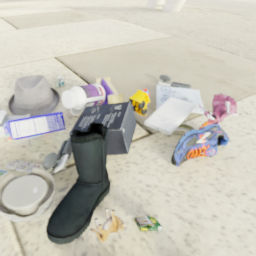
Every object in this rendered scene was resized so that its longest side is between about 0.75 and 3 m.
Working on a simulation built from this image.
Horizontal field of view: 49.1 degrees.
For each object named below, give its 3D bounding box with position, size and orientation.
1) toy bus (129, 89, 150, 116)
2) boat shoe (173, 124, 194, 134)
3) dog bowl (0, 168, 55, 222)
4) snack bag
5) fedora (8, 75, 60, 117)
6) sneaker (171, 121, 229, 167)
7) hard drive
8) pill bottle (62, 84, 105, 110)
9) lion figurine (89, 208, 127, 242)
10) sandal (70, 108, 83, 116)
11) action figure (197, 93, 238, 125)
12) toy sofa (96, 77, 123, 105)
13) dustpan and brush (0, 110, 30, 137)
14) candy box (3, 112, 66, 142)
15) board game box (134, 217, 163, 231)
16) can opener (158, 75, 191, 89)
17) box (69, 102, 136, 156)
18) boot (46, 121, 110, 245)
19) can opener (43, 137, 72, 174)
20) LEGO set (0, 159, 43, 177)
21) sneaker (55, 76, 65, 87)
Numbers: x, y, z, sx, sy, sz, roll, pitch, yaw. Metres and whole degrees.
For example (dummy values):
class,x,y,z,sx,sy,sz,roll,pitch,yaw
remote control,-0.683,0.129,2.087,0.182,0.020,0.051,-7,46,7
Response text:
class,x,y,z,sx,sy,sz,roll,pitch,yaw
toy bus,0.617,-1.170,12.138,0.702,1.034,0.992,24,65,34
boat shoe,2.254,0.066,11.914,1.081,0.370,0.404,9,25,-1
dog bowl,-2.948,1.945,8.104,1.716,0.503,1.716,0,38,0
snack bag,2.579,-1.427,14.079,2.402,0.257,2.265,6,37,-1
fedora,-4.715,-1.782,13.843,2.526,1.290,2.857,-3,34,-4
sneaker,2.752,0.637,10.494,2.940,1.108,1.153,-29,55,-29
hard drive,1.799,-0.558,11.999,1.297,0.262,1.966,23,53,35
pill bottle,-2.048,-1.413,12.837,1.059,1.059,1.900,25,27,32
lion figurine,-0.541,2.619,7.298,0.458,0.775,1.265,-1,14,35
sandal,-2.454,-1.154,13.581,0.632,0.382,1.554,26,50,-22
action figure,3.427,-0.574,10.788,1.138,1.265,1.699,11,48,39
toy sofa,-1.118,-1.650,13.945,1.130,0.959,2.315,-11,35,-17
dustpan and brush,-5.489,-0.038,11.623,2.047,0.839,2.933,-1,36,-1
candy box,-3.673,-0.047,10.913,2.024,0.780,1.712,-12,3,-28
board game box,0.519,2.598,7.615,0.602,0.135,1.149,3,-6,-7
can opener,2.555,-2.454,15.529,1.856,0.617,0.489,18,36,17
box,-0.888,0.047,10.834,2.036,1.195,2.002,-6,33,16
boot,-1.393,1.358,7.841,1.108,2.438,2.902,9,28,22
can opener,-2.352,0.893,9.960,0.559,0.705,2.122,-30,18,16
LEGO set,-3.937,1.728,9.611,1.282,0.421,1.717,8,27,22
sneaker,-3.828,-2.620,15.998,0.444,0.400,1.030,11,41,-4
